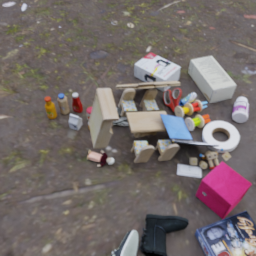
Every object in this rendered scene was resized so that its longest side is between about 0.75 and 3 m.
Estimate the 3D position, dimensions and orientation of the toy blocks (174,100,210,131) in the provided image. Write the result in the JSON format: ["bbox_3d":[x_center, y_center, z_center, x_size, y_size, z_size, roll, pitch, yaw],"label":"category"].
[{"bbox_3d":[2.953,-0.593,11.876,1.559,0.566,1.300,-18,55,-25],"label":"toy blocks"}]

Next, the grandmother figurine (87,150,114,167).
[{"bbox_3d":[-1.015,1.164,10.472,1.039,0.315,0.630,11,88,16],"label":"grandmother figurine"}]

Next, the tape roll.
[{"bbox_3d":[3.694,0.342,11.195,1.426,0.261,1.426,-2,53,2],"label":"tape roll"}]

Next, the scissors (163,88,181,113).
[{"bbox_3d":[2.039,-0.685,12.189,0.893,0.170,2.441,-18,62,26],"label":"scissors"}]

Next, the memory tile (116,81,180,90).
[{"bbox_3d":[0.776,-1.816,11.950,1.987,0.218,2.593,-9,11,-27],"label":"memory tile"}]

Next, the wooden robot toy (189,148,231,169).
[{"bbox_3d":[3.004,1.157,10.476,1.504,0.663,0.682,-16,6,1],"label":"wooden robot toy"}]

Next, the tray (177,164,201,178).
[{"bbox_3d":[2.258,1.571,10.320,0.884,0.098,0.474,7,49,6],"label":"tray"}]

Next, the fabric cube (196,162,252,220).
[{"bbox_3d":[3.104,2.061,9.226,1.150,1.128,1.146,-34,58,-26],"label":"fabric cube"}]

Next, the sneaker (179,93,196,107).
[{"bbox_3d":[2.567,-1.192,12.205,0.334,0.882,0.463,54,31,11],"label":"sneaker"}]

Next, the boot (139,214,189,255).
[{"bbox_3d":[1.089,3.303,8.534,1.468,0.543,1.203,2,47,11],"label":"boot"}]

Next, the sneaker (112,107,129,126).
[{"bbox_3d":[-0.391,-0.504,11.615,1.858,0.841,0.617,-5,50,-5],"label":"sneaker"}]

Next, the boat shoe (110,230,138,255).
[{"bbox_3d":[-0.303,3.830,7.910,0.614,0.769,2.035,-1,42,32],"label":"boat shoe"}]

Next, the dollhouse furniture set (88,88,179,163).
[{"bbox_3d":[0.235,-0.339,10.153,2.953,1.922,2.713,-3,57,-20],"label":"dollhouse furniture set"}]

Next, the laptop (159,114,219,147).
[{"bbox_3d":[2.281,0.095,10.450,1.737,1.007,1.626,7,1,42],"label":"laptop"}]

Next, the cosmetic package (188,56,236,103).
[{"bbox_3d":[3.885,-2.315,13.180,1.222,0.825,2.322,-11,50,-10],"label":"cosmetic package"}]

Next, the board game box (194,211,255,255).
[{"bbox_3d":[3.365,3.933,8.032,1.807,0.462,2.668,-16,51,-13],"label":"board game box"}]

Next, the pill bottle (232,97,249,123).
[{"bbox_3d":[4.832,-0.799,12.009,0.626,0.626,1.115,15,50,13],"label":"pill bottle"}]

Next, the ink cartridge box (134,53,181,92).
[{"bbox_3d":[1.416,-2.725,13.580,1.835,0.760,1.338,32,57,25],"label":"ink cartridge box"}]

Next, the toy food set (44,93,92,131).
[{"bbox_3d":[-2.255,-0.747,11.677,2.352,1.058,1.123,19,52,16],"label":"toy food set"}]
